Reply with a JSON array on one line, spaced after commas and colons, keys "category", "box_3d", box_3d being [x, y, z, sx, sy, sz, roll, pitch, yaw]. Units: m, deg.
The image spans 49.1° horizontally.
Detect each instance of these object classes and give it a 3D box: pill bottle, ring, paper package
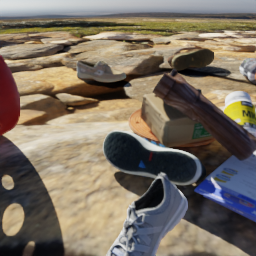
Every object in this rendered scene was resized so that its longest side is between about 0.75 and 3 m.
[{"category": "pill bottle", "box_3d": [3.167, -0.260, 7.900, 0.854, 0.854, 1.495, 3, 53, 7]}, {"category": "pill bottle", "box_3d": [6.011, -2.634, 13.139, 0.962, 0.962, 1.811, 1, 26, 1]}, {"category": "ring", "box_3d": [1.500, -0.114, 8.867, 2.973, 0.285, 2.973, 1, 27, 0]}, {"category": "paper package", "box_3d": [1.451, -0.328, 7.873, 1.716, 0.888, 1.636, -10, 36, -18]}]

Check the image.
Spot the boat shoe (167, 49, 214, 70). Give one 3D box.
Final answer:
[{"category": "boat shoe", "box_3d": [3.521, -3.933, 15.688, 2.838, 1.022, 0.959, -14, 32, -21]}]

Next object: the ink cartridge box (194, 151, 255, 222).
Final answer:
[{"category": "ink cartridge box", "box_3d": [2.798, 1.175, 5.906, 1.654, 0.582, 2.772, 21, 30, 39]}]

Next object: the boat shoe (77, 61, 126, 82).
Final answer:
[{"category": "boat shoe", "box_3d": [-1.349, -2.792, 13.570, 2.621, 0.851, 0.946, 12, 29, 22]}]

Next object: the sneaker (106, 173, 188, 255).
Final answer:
[{"category": "sneaker", "box_3d": [0.104, 1.568, 4.327, 0.765, 0.840, 2.048, 2, 41, 46]}]

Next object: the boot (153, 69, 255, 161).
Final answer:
[{"category": "boot", "box_3d": [1.926, -0.349, 6.936, 2.679, 0.861, 2.497, 35, 20, 5]}]

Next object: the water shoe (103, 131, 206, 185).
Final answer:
[{"category": "water shoe", "box_3d": [0.532, 0.780, 6.607, 2.562, 0.916, 1.011, 19, -4, 34]}]

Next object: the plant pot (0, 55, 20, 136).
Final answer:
[{"category": "plant pot", "box_3d": [-4.749, -0.691, 7.087, 2.942, 2.942, 2.679, 17, 35, 30]}]

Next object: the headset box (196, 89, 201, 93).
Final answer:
[{"category": "headset box", "box_3d": [1.807, -1.161, 10.066, 1.128, 0.569, 1.518, -2, 11, -24]}]
